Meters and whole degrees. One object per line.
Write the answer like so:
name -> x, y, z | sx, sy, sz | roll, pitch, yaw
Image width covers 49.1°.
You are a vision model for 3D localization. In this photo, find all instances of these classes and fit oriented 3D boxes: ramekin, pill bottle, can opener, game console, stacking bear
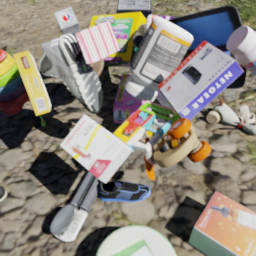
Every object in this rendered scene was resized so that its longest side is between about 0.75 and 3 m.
ramekin -> 0.202, 3.695, 7.147 | 2.346, 1.146, 2.346 | 0, 45, 0
pill bottle -> 3.992, -2.228, 8.562 | 1.960, 1.066, 1.066 | 26, 40, -22
can opener -> -1.478, 2.330, 8.816 | 0.686, 0.866, 2.605 | 14, 42, 15
game console -> 2.777, -2.766, 10.359 | 1.670, 2.409, 2.823 | 11, -3, -44
pill bottle -> 0.983, -2.382, 10.026 | 1.569, 2.696, 1.569 | 23, 27, -12
pill bottle -> 2.421, -5.589, 16.187 | 2.804, 1.577, 1.577 | 7, 45, 7
stacking bear -> -4.417, -1.989, 9.483 | 1.505, 2.646, 1.607 | 20, 57, 38

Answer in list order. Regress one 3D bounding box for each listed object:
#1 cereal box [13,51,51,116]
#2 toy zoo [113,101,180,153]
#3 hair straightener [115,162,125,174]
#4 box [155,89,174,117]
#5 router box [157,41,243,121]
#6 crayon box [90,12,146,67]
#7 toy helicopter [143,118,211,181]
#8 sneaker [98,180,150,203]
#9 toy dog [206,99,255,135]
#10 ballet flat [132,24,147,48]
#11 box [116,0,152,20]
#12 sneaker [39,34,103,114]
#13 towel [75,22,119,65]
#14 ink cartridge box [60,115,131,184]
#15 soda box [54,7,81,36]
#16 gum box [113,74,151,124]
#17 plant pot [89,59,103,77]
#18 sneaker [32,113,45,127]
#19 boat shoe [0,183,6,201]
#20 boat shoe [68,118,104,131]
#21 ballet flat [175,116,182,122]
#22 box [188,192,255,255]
cereal box -> -2.849, -1.335, 8.554 | 0.473, 1.721, 2.392 | -20, 12, -12
toy zoo -> 0.444, -0.002, 7.748 | 1.220, 0.190, 1.860 | 23, 56, 39
hair straightener -> -0.311, 1.261, 10.275 | 0.381, 0.203, 0.991 | 2, 45, 2
box -> 1.868, -1.430, 12.117 | 1.565, 0.413, 2.007 | -17, 66, -40
router box -> 1.836, -1.301, 7.529 | 1.848, 0.451, 1.659 | -44, 33, 13
crayon box -> -0.638, -3.880, 12.462 | 2.554, 0.744, 2.203 | 9, 82, 29
toy helicopter -> 1.035, 0.411, 7.557 | 1.657, 0.989, 2.506 | -40, 12, 10
sneaker -> -0.111, 2.031, 9.162 | 1.734, 0.675, 0.608 | -4, 44, -4
toy dog -> 4.367, -0.561, 11.511 | 2.158, 1.039, 1.423 | 10, 46, 10
ballet flat -> 0.414, -3.551, 10.914 | 0.380, 0.552, 1.639 | -17, 37, 32
box -> 0.421, -7.387, 18.138 | 2.226, 1.372, 2.208 | 2, 45, 2
sneaker -> -1.832, -1.534, 8.623 | 1.495, 2.588, 0.971 | -3, 36, 25
towel -> -0.825, -2.327, 7.655 | 1.175, 0.859, 0.176 | -34, 25, -31
ink cartridge box -> -0.847, 0.521, 7.196 | 1.484, 0.619, 1.077 | 35, 83, 27
soda box -> -2.324, -3.884, 11.507 | 0.720, 2.269, 0.775 | -24, 81, -5
gum box -> 0.307, -1.353, 12.415 | 1.516, 0.883, 2.671 | 5, 45, 5
plant pot -> -1.722, -2.499, 10.231 | 1.711, 1.711, 1.493 | -6, 8, -6
sneaker -> -3.786, -0.309, 11.824 | 0.387, 0.354, 0.924 | -38, 51, -8
boat shoe -> -4.932, 1.786, 9.482 | 1.958, 0.613, 0.716 | 25, 53, 25
boat shoe -> -1.731, -0.134, 11.501 | 1.497, 0.451, 0.534 | 2, 45, 2
ballet flat -> 1.533, -0.375, 8.374 | 0.325, 0.912, 0.315 | -36, 63, -30
box -> 2.953, 3.037, 7.898 | 1.939, 1.031, 1.477 | 28, 51, 25
